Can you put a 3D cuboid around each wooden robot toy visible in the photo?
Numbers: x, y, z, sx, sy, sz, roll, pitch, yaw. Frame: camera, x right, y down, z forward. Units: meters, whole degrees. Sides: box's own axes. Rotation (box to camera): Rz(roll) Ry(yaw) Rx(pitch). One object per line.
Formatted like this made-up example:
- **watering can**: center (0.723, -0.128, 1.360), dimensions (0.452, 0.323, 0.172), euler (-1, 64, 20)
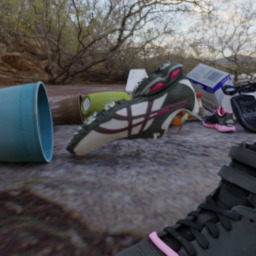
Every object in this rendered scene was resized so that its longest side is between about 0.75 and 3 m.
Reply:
- **wooden robot toy**: center (2.288, -0.715, 10.489), dimensions (1.087, 1.055, 2.395), euler (-9, 7, 16)

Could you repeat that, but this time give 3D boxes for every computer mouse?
- **computer mouse**: center (3.718, -0.572, 8.715), dimensions (1.294, 1.868, 0.492), euler (-6, -33, -4)

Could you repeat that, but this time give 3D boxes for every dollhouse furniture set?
- **dollhouse furniture set**: center (0.924, -0.665, 8.616), dimensions (1.744, 0.898, 1.725), euler (20, 43, 4)

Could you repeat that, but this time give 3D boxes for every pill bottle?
- **pill bottle**: center (4.522, -0.906, 10.164), dimensions (2.423, 1.360, 1.360), euler (-8, 13, -39)

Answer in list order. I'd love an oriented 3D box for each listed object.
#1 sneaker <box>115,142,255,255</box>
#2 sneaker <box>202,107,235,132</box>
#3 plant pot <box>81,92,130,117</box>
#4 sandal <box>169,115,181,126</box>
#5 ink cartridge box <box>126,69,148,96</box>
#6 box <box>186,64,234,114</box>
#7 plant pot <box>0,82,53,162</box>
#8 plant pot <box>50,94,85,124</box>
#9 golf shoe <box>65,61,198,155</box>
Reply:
- **sneaker**: center (0.701, 0.701, 2.260), dimensions (2.304, 1.142, 0.814), euler (-6, 14, -22)
- **sneaker**: center (2.853, -0.321, 8.821), dimensions (0.608, 0.734, 1.540), euler (-4, 10, -13)
- **plant pot**: center (-0.679, -0.567, 7.785), dimensions (1.143, 1.069, 1.069), euler (8, 4, -36)
- **sandal**: center (1.307, -0.339, 9.371), dimensions (0.833, 0.599, 2.098), euler (35, 14, 26)
- **ink cartridge box**: center (0.534, -1.667, 12.504), dimensions (0.695, 1.194, 1.639), euler (2, -25, 22)
- **box**: center (3.295, -1.462, 11.084), dimensions (0.896, 1.709, 1.571), euler (-41, 39, -7)
- **plant pot**: center (-2.308, -0.038, 5.348), dimensions (1.458, 1.551, 1.551), euler (-6, 11, -6)
- **plant pot**: center (-2.104, -0.596, 9.741), dimensions (1.042, 1.052, 1.052), euler (-8, 11, -1)
- **golf shoe**: center (0.094, -0.116, 5.663), dimensions (2.873, 1.266, 1.109), euler (-34, 11, 3)
